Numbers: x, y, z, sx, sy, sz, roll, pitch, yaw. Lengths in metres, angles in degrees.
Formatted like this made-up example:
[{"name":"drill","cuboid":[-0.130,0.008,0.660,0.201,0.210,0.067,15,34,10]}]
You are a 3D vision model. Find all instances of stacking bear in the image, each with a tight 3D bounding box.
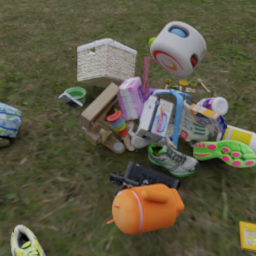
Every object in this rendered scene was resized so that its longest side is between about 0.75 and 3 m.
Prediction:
[{"name":"stacking bear","cuboid":[-0.278,-0.054,9.310,0.503,0.829,0.471,-29,27,-1]}]

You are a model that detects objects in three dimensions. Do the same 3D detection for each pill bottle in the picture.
[{"name":"pill bottle","cuboid":[4.326,0.540,10.798,1.673,0.956,0.956,19,42,23]},{"name":"pill bottle","cuboid":[3.075,-0.763,10.438,0.671,0.671,1.194,-17,8,-21]}]

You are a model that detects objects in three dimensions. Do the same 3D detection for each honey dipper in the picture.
[{"name":"honey dipper","cuboid":[4.013,-2.196,14.864,0.238,0.238,1.255,-9,44,-12]}]

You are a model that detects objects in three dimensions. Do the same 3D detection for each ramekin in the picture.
[{"name":"ramekin","cuboid":[-2.577,-1.501,13.717,1.047,0.511,1.047,0,38,0]}]

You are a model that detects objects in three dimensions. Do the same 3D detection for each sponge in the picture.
[{"name":"sponge","cuboid":[1.347,-1.392,12.857,1.577,0.880,0.235,-3,50,-40]}]

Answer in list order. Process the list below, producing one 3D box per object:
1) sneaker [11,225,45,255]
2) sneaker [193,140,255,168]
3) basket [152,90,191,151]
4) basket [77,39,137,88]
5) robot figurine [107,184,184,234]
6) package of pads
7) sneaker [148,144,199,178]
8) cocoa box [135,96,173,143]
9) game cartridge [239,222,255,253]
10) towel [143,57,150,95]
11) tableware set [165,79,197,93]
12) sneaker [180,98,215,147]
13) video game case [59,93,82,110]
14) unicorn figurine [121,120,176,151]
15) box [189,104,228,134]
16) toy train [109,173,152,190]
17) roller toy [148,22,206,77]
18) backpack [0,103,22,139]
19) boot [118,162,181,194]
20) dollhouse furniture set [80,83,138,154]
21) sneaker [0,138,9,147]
[{"name":"sneaker","cuboid":[-2.509,3.470,7.186,0.841,0.852,2.230,-27,46,-32]},{"name":"sneaker","cuboid":[3.439,0.881,9.891,0.978,0.895,2.333,10,-1,-39]},{"name":"basket","cuboid":[1.668,-0.505,11.083,1.722,2.183,2.476,5,25,-2]},{"name":"basket","cuboid":[-1.056,-2.994,13.479,2.141,1.738,2.161,0,-5,41]},{"name":"robot figurine","cuboid":[0.438,2.033,7.108,1.927,1.124,1.386,-3,-4,-24]},{"name":"package of pads","cuboid":[0.165,-1.197,11.185,0.790,1.258,2.088,-11,18,13]},{"name":"sneaker","cuboid":[1.440,1.064,9.458,1.955,0.833,0.763,10,48,37]},{"name":"cocoa box","cuboid":[0.923,-0.286,9.929,0.879,0.893,1.339,20,71,-6]},{"name":"game cartridge","cuboid":[3.655,3.181,8.124,0.763,0.140,0.866,8,40,10]},{"name":"towel","cuboid":[0.690,-1.909,10.614,0.205,1.297,1.801,3,6,3]},{"name":"tableware set","cuboid":[2.832,-2.343,14.989,1.675,0.257,1.128,8,39,11]},{"name":"sneaker","cuboid":[2.415,-0.044,10.474,1.159,2.479,0.873,-40,50,3]},{"name":"video game case","cuboid":[-2.203,-1.012,10.670,0.865,0.786,0.101,-10,48,61]},{"name":"unicorn figurine","cuboid":[0.804,0.274,10.596,2.287,1.571,0.845,-23,-10,36]},{"name":"box","cuboid":[2.275,-0.240,7.876,0.229,0.656,1.103,-44,39,-9]},{"name":"toy train","cuboid":[0.122,1.695,8.252,1.504,0.344,0.257,15,24,19]},{"name":"roller toy","cuboid":[2.201,-3.370,12.053,1.603,2.293,2.092,-53,19,-7]},{"name":"backpack","cuboid":[-5.467,-0.388,11.369,2.287,1.866,1.758,36,89,23]},{"name":"boot","cuboid":[0.631,1.994,8.760,1.718,1.416,0.564,19,6,17]},{"name":"dollhouse furniture set","cuboid":[-0.377,-0.109,10.240,1.830,2.245,2.135,36,62,8]},{"name":"sneaker","cuboid":[-5.364,0.733,11.035,1.233,0.413,0.553,1,46,2]}]
